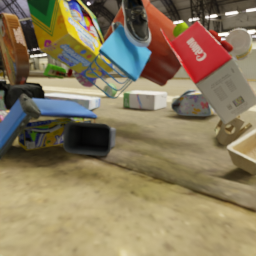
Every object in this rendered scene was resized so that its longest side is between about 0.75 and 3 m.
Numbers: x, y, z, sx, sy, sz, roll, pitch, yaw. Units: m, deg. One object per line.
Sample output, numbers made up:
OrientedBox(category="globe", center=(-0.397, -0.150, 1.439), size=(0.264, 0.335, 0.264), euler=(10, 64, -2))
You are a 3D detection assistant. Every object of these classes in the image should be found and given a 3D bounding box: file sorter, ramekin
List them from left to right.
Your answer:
OrientedBox(category="ramekin", center=(-1.352, -2.731, 20.536), size=(1.015, 1.015, 0.496), euler=(9, 23, 35))
OrientedBox(category="file sorter", center=(-0.273, -1.654, 7.082), size=(0.954, 1.079, 1.556), euler=(-40, 18, 39))

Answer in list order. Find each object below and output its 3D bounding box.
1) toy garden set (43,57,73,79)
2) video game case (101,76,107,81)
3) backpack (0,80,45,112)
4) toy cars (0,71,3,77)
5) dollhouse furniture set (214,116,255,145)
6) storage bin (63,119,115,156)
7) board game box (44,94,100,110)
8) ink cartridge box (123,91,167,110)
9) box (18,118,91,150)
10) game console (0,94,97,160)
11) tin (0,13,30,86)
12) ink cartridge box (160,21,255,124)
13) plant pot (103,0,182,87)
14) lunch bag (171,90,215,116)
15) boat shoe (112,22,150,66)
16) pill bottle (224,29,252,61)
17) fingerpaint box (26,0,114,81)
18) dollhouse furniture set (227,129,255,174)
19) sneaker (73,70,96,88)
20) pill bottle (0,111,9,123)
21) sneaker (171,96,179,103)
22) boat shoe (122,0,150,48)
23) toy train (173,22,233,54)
OrientedBox(category="toy garden set", center=(-2.152, -3.128, 11.513), size=(0.521, 2.611, 2.177), euler=(31, 12, 14))
OrientedBox(category="video game case", center=(-1.300, -2.044, 10.443), size=(0.891, 0.114, 0.980), euler=(19, 12, -22))
OrientedBox(category="backpack", center=(-5.292, -1.266, 12.495), size=(2.608, 1.651, 2.176), euler=(5, 4, 33))
OrientedBox(category="toy cars", center=(-4.428, -1.792, 9.087), size=(0.784, 0.351, 0.174), euler=(-6, 43, 7))
OrientedBox(category="dollhouse furniture set", center=(3.570, 0.132, 8.946), size=(1.428, 0.898, 1.614), euler=(27, 17, 8))
OrientedBox(category="storage bin", center=(-0.993, 0.205, 7.865), size=(1.358, 0.988, 0.912), euler=(3, 3, 14))
OrientedBox(category="board game box", center=(-3.020, -1.390, 14.606), size=(2.654, 0.576, 2.641), euler=(6, 8, 5))
OrientedBox(category="ink cartridge box", center=(0.943, -1.561, 15.582), size=(2.031, 0.853, 1.471), euler=(8, 15, 33))
OrientedBox(category="box", center=(-2.224, 0.121, 8.579), size=(2.090, 0.672, 0.732), euler=(-9, 16, -36))
OrientedBox(category="game console", center=(-2.539, -0.024, 8.076), size=(1.669, 2.407, 2.820), euler=(37, -4, -26))
OrientedBox(category="tin", center=(-3.819, -2.591, 9.287), size=(0.529, 2.528, 1.415), euler=(-7, -20, -39))
OrientedBox(category="ink cartridge box", center=(1.778, -1.480, 6.410), size=(0.905, 1.895, 2.158), euler=(-35, 37, 18))
OrientedBox(category="plant pot", center=(0.692, -3.208, 10.668), size=(2.852, 2.933, 2.933), euler=(30, 9, -10))
OrientedBox(category="lunch bag", center=(3.168, -1.191, 13.200), size=(1.957, 1.244, 1.660), euler=(1, 8, 34))
OrientedBox(category="boat shoe", center=(0.106, -2.717, 8.969), size=(0.513, 1.658, 0.621), euler=(-22, 15, 47))
OrientedBox(category="pill bottle", center=(4.572, -3.343, 11.540), size=(1.005, 1.005, 1.811), euler=(6, 5, 25))
OrientedBox(category="fingerpaint box", center=(-1.601, -2.815, 8.125), size=(0.951, 2.163, 2.593), euler=(-24, -17, 17))
OrientedBox(category="dollhouse furniture set", center=(3.838, -0.092, 6.145), size=(2.885, 2.048, 2.286), euler=(-21, 37, -37))
OrientedBox(category="sneaker", center=(-2.053, -3.208, 13.088), size=(1.109, 2.757, 1.219), euler=(-22, -3, 18))
OrientedBox(category="pill bottle", center=(-4.431, -0.229, 10.003), size=(0.738, 0.738, 1.268), euler=(8, 14, 32))
OrientedBox(category="sneaker", center=(3.227, -1.388, 14.975), size=(1.968, 0.755, 1.095), euler=(4, 18, -2))
OrientedBox(category="boat shoe", center=(0.218, -2.843, 7.030), size=(0.618, 1.768, 0.586), euler=(-3, -27, -10))
OrientedBox(category="toy train", center=(1.926, -2.705, 8.562), size=(2.707, 1.146, 1.566), euler=(7, 39, -49))
